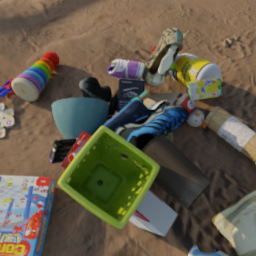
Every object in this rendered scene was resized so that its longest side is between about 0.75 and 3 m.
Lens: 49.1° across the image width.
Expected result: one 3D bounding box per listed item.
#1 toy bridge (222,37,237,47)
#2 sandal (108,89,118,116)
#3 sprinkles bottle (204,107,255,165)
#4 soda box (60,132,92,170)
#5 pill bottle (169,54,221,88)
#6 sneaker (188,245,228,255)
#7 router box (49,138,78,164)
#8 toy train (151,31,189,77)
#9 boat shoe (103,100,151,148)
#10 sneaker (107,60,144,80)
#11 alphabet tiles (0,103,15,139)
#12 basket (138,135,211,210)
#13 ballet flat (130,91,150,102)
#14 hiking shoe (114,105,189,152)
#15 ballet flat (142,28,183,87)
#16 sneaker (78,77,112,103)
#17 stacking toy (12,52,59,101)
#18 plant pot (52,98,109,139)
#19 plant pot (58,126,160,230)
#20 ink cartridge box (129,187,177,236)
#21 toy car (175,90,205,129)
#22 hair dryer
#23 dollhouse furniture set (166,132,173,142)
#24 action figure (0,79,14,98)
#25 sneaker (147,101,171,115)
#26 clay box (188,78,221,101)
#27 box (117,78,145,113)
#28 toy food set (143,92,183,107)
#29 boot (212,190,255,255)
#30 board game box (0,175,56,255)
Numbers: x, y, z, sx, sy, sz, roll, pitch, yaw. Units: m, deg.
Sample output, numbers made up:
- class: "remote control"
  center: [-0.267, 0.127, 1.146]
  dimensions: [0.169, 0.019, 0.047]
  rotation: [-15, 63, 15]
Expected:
- class: "toy bridge"
  center: [5.267, -4.535, 14.653]
  dimensions: [0.985, 0.134, 0.331]
  rotation: [-32, 59, -21]
- class: "sandal"
  center: [-0.334, -0.983, 11.232]
  dimensions: [0.542, 0.851, 2.263]
  rotation: [11, 23, 5]
- class: "sprinkles bottle"
  center: [4.231, 0.334, 10.549]
  dimensions: [0.951, 0.951, 2.787]
  rotation: [-36, 61, -23]
- class: "soda box"
  center: [-1.371, 0.679, 7.730]
  dimensions: [0.399, 0.361, 1.138]
  rotation: [32, 82, 4]
- class: "pill bottle"
  center: [2.717, -2.450, 12.177]
  dimensions: [1.336, 1.336, 2.385]
  rotation: [-28, 40, -19]
- class: "sneaker"
  center: [2.868, 3.964, 7.982]
  dimensions: [2.320, 0.834, 0.841]
  rotation: [14, 49, 7]
- class: "router box"
  center: [-1.909, 0.729, 9.029]
  dimensions: [1.102, 0.822, 0.281]
  rotation: [-3, 43, -39]
- class: "toy train"
  center: [1.802, -2.948, 11.499]
  dimensions: [0.944, 2.230, 1.290]
  rotation: [3, 84, -23]
- class: "boat shoe"
  center: [-0.345, 0.216, 9.103]
  dimensions: [2.638, 1.110, 0.905]
  rotation: [-46, 73, 6]
- class: "sneaker"
  center: [-0.164, -2.178, 11.452]
  dimensions: [1.349, 2.365, 0.857]
  rotation: [10, 75, -3]
- class: "alphabet tiles"
  center: [-5.661, -0.256, 11.495]
  dimensions: [1.904, 0.139, 1.862]
  rotation: [-12, 55, -9]
- class: "basket"
  center: [1.271, 1.256, 7.761]
  dimensions: [1.219, 1.616, 1.792]
  rotation: [-43, 69, -11]
- class: "ballet flat"
  center: [0.417, -0.975, 9.553]
  dimensions: [0.766, 0.241, 0.263]
  rotation: [-31, 37, 19]
- class: "hiking shoe"
  center: [0.897, 0.159, 8.584]
  dimensions: [2.578, 0.959, 1.118]
  rotation: [-26, 37, -14]
- class: "ballet flat"
  center: [1.209, -2.336, 10.612]
  dimensions: [1.009, 2.975, 1.120]
  rotation: [12, 53, -12]
- class: "sneaker"
  center: [-1.335, -1.269, 10.239]
  dimensions: [0.881, 2.224, 0.838]
  rotation: [-2, 84, 18]
- class: "stacking toy"
  center: [-3.965, -2.524, 12.603]
  dimensions: [1.200, 1.200, 2.812]
  rotation: [14, 51, 10]
- class: "plant pot"
  center: [-1.657, -0.156, 9.885]
  dimensions: [1.989, 1.989, 1.339]
  rotation: [-3, 81, -2]
- class: "plant pot"
  center: [-0.576, 1.344, 7.257]
  dimensions: [1.849, 1.678, 1.840]
  rotation: [37, 67, -1]
- class: "ink cartridge box"
  center: [0.376, 2.375, 8.254]
  dimensions: [1.295, 1.785, 0.744]
  rotation: [42, 67, -10]
- class: "toy car"
  center: [2.559, -0.566, 11.115]
  dimensions: [1.486, 1.314, 1.369]
  rotation: [41, 74, 11]
- class: "hair dryer"
  center: [-0.599, 0.704, 10.614]
  dimensions: [2.801, 0.761, 2.133]
  rotation: [36, 79, 28]
- class: "dollhouse furniture set"
  center: [1.166, 0.009, 10.274]
  dimensions: [1.065, 1.626, 0.816]
  rotation: [10, 81, 11]
- class: "action figure"
  center: [-5.414, -1.648, 12.322]
  dimensions: [0.642, 0.507, 1.963]
  rotation: [34, 56, 16]
- class: "sneaker"
  center: [0.831, -0.518, 10.208]
  dimensions: [1.479, 0.665, 0.580]
  rotation: [-23, 99, -8]
- class: "clay box"
  center: [2.856, -1.447, 10.441]
  dimensions: [1.190, 0.684, 0.283]
  rotation: [-9, 17, -5]
- class: "box"
  center: [0.116, -1.185, 10.484]
  dimensions: [0.953, 0.672, 1.288]
  rotation: [6, 97, 6]
- class: "toy food set"
  center: [1.125, -0.646, 11.196]
  dimensions: [1.561, 0.657, 2.175]
  rotation: [2, 41, 38]
- class: "boot"
  center: [3.932, 2.891, 8.382]
  dimensions: [2.262, 0.815, 1.749]
  rotation: [-38, 58, 11]
- class: "board game box"
  center: [-3.907, 2.842, 8.819]
  dimensions: [2.673, 0.747, 2.617]
  rotation: [2, 53, 1]
